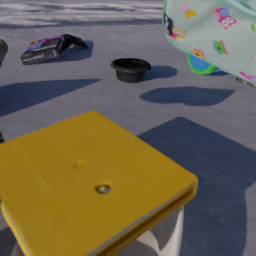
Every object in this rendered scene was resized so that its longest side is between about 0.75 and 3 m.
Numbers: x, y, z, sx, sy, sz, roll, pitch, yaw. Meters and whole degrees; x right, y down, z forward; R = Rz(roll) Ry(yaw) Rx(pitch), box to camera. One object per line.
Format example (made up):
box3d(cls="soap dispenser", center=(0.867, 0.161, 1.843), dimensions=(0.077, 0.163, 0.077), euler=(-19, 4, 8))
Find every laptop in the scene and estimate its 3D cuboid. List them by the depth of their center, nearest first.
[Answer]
box3d(cls="laptop", center=(-2.779, -3.981, 13.524), dimensions=(1.328, 0.686, 1.177), euler=(7, 35, -39))

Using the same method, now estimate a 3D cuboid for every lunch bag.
box3d(cls="lunch bag", center=(1.923, -1.971, 4.714), dimensions=(2.918, 2.340, 1.125), euler=(30, 77, 13))

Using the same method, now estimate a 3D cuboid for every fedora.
box3d(cls="fedora", center=(0.085, -2.021, 10.073), dimensions=(1.457, 0.665, 1.457), euler=(2, 32, -2))

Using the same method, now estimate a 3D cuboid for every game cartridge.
box3d(cls="game cartridge", center=(-0.779, 0.756, 4.564), dimensions=(2.524, 0.464, 2.863), euler=(-23, 38, -32))

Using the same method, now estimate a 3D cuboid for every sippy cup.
box3d(cls="sippy cup", center=(3.585, -3.018, 10.659), dimensions=(1.924, 2.061, 2.625), euler=(-2, 55, -23))

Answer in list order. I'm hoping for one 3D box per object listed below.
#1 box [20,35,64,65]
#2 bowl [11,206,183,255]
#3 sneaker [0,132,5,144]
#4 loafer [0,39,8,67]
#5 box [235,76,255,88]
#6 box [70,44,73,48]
box3d(cls="box", center=(-3.698, -3.467, 12.306), dimensions=(1.553, 0.392, 2.173), euler=(-13, 35, 3))
box3d(cls="bowl", center=(-0.322, 1.684, 4.195), dimensions=(2.140, 0.800, 2.143), euler=(9, 33, 15))
box3d(cls="sneaker", center=(-3.230, 0.739, 5.663), dimensions=(0.963, 0.839, 2.141), euler=(1, 32, 7))
box3d(cls="loafer", center=(-2.763, -1.226, 4.979), dimensions=(2.082, 0.748, 0.655), euler=(14, 63, 40))
box3d(cls="box", center=(5.443, -1.780, 9.835), dimensions=(2.286, 0.562, 2.367), euler=(-26, 41, -31))
box3d(cls="box", center=(-2.848, -4.295, 13.828), dimensions=(0.310, 0.379, 0.798), euler=(19, 28, -22))
